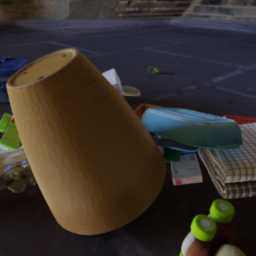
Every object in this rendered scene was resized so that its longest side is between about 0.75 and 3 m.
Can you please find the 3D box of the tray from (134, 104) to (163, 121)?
[{"bbox_3d":[0.568,-0.371,10.134,0.880,0.330,1.784,11,28,22],"label":"tray"}]

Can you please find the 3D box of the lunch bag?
[{"bbox_3d":[-5.494,-2.256,12.333,1.747,1.701,2.571,-3,26,-5],"label":"lunch bag"}]

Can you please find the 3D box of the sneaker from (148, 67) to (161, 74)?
[{"bbox_3d":[1.495,-3.272,15.998,0.847,0.330,0.361,28,30,29],"label":"sneaker"}]

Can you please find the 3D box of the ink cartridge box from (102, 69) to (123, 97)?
[{"bbox_3d":[-1.211,-1.435,11.036,1.871,0.714,1.277,-21,38,8],"label":"ink cartridge box"}]

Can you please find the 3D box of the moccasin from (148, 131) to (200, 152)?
[{"bbox_3d":[0.987,0.080,7.468,2.028,0.692,0.816,5,35,24],"label":"moccasin"}]

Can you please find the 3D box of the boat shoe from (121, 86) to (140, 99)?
[{"bbox_3d":[-0.333,-1.433,11.955,1.695,0.527,0.632,-1,40,0],"label":"boat shoe"}]

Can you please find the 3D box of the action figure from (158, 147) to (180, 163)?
[{"bbox_3d":[0.962,0.166,8.621,1.559,0.722,2.639,6,26,15],"label":"action figure"}]

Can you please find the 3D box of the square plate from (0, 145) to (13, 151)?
[{"bbox_3d":[-4.464,0.914,7.515,2.652,0.377,2.627,18,32,32],"label":"square plate"}]

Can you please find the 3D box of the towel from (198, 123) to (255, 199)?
[{"bbox_3d":[2.959,0.788,7.078,1.945,1.005,2.349,-7,23,1],"label":"towel"}]

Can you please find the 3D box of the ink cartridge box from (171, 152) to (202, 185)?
[{"bbox_3d":[1.486,1.020,7.333,0.708,0.249,1.186,-8,28,8],"label":"ink cartridge box"}]

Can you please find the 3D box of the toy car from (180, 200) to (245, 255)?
[{"bbox_3d":[1.645,2.081,4.493,1.065,1.109,1.350,-22,44,-37],"label":"toy car"}]

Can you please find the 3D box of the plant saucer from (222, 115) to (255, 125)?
[{"bbox_3d":[3.983,0.089,9.109,1.973,0.362,1.969,7,26,13],"label":"plant saucer"}]

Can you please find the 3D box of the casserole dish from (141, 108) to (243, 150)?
[{"bbox_3d":[1.496,-0.086,7.020,1.733,0.555,2.861,-1,12,-32],"label":"casserole dish"}]

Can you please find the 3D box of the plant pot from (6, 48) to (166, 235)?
[{"bbox_3d":[-0.962,0.061,5.526,2.703,2.900,2.703,-18,32,11],"label":"plant pot"}]

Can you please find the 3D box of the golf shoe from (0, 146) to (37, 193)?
[{"bbox_3d":[-3.252,1.068,6.398,2.366,0.927,1.150,-13,41,-28],"label":"golf shoe"}]

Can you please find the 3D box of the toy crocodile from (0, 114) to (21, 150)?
[{"bbox_3d":[-3.170,-0.412,8.569,0.957,0.876,2.836,28,33,-17],"label":"toy crocodile"}]
